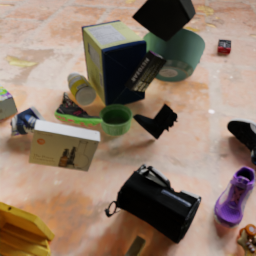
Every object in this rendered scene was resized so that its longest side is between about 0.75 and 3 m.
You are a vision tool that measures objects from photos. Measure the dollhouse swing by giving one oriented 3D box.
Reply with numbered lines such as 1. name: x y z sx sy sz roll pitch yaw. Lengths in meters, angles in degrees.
1. dollhouse swing: -3.455 2.789 6.500 2.382 2.304 2.621 14 44 15

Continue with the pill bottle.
1. pill bottle: -2.120 -1.781 12.377 0.930 0.930 1.671 -19 47 -19

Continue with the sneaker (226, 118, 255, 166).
1. sneaker: 4.393 0.555 9.930 2.338 0.854 1.308 32 51 28

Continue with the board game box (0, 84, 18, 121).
1. board game box: -5.516 -1.209 11.788 0.878 0.894 1.705 -31 52 -30

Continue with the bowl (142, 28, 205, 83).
1. bowl: 1.864 -2.919 12.056 2.781 2.781 1.455 6 77 6

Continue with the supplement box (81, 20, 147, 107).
1. supplement box: -0.632 -2.777 12.076 1.821 2.712 2.709 -17 44 -18

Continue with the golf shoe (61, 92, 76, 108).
1. golf shoe: -2.554 -1.048 12.025 0.557 0.488 1.265 2 46 -22

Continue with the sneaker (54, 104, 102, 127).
1. sneaker: -1.714 -0.485 9.758 1.662 0.638 0.696 13 70 -4

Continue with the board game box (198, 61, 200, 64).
1. board game box: 2.292 -3.602 14.314 1.768 0.607 2.139 -29 50 -12

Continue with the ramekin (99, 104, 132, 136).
1. ramekin: -0.482 -0.284 10.989 1.305 0.638 1.305 0 43 0

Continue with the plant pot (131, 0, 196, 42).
1. plant pot: 1.407 -4.099 9.902 1.502 1.693 1.689 48 39 -11

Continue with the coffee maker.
1. coffee maker: 0.776 2.277 7.886 2.036 1.371 1.956 26 63 26

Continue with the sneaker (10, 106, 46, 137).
1. sneaker: -3.719 0.099 10.651 1.354 0.745 1.849 -37 64 -13

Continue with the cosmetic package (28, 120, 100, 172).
1. cosmetic package: -1.903 0.580 8.294 1.835 1.384 0.474 11 35 -16

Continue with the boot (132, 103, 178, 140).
1. boot: 1.042 -0.368 10.287 1.232 1.503 0.556 -48 26 6

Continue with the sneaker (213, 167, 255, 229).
1. sneaker: 3.241 1.959 8.369 0.872 0.958 2.167 26 50 23

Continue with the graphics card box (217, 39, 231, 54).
1. graphics card box: 5.459 -4.639 15.899 0.736 0.298 1.173 10 45 12

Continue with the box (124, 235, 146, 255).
1. box: 0.165 3.274 7.399 0.293 0.358 0.754 23 49 22

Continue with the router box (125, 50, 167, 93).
1. router box: 0.697 -2.118 10.775 0.408 1.597 1.191 44 20 20

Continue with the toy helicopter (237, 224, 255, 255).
1. toy helicopter: 3.282 3.302 7.375 0.905 0.540 1.369 29 60 16
